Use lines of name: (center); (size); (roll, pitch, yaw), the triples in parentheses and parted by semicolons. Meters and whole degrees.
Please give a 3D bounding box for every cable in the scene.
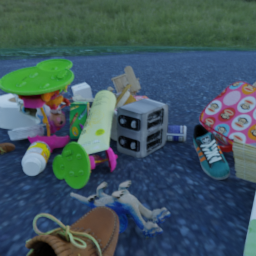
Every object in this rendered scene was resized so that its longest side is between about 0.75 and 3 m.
cable: (-3.195, 0.162, 8.814); (1.061, 0.367, 1.061); (-11, 3, -19)

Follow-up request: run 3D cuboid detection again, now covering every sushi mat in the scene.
sushi mat: (3.504, 1.067, 5.467); (2.957, 1.415, 0.179); (17, 62, 37)

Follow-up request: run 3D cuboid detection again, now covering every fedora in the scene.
fedora: (-0.222, -0.713, 10.301); (0.748, 1.835, 1.835); (36, 21, -6)

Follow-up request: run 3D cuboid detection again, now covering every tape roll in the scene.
tape roll: (-3.966, -0.741, 10.941); (2.457, 0.859, 2.457); (0, 20, 0)

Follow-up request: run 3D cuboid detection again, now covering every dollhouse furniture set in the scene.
dollhouse furniture set: (-0.375, -1.783, 11.909); (1.340, 1.145, 2.585); (-22, 1, -6)

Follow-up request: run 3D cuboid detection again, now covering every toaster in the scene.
toaster: (0.444, -0.031, 8.288); (0.934, 1.423, 1.573); (20, 29, 37)

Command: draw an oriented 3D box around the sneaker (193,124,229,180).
sneaker: (2.046, 0.567, 7.205); (0.608, 0.681, 1.704); (-22, 37, 3)

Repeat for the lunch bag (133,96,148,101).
lunch bag: (0.242, -0.953, 11.795); (1.343, 0.625, 1.525); (-2, 19, -9)

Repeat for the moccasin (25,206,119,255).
moccasin: (-1.022, 1.822, 3.783); (0.979, 1.033, 2.676); (15, 25, 35)

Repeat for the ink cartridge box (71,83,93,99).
ink cartridge box: (-2.164, -1.605, 13.265); (0.731, 0.744, 1.011); (-19, 25, -13)

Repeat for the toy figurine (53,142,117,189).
toy figurine: (-0.933, 0.871, 6.949); (1.415, 1.063, 1.303); (-15, -8, 41)

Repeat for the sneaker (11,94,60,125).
sneaker: (-3.348, -0.963, 9.352); (2.314, 0.885, 0.935); (33, 40, 21)

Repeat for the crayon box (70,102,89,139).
crayon box: (-1.530, -0.287, 8.943); (0.509, 1.039, 1.749); (1, 7, -6)

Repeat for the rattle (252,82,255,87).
rattle: (6.106, -1.440, 13.206); (1.301, 1.185, 1.821); (29, 1, 20)

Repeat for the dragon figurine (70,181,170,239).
dragon figurine: (-0.261, 1.553, 5.153); (1.981, 0.985, 0.583); (-12, 16, 25)

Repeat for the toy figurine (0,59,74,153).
toy figurine: (-2.296, -0.515, 8.166); (1.888, 2.314, 2.514); (5, 32, 9)

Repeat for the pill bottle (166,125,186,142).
pill bottle: (1.407, 0.171, 8.958); (0.863, 0.499, 0.499); (3, 21, 10)

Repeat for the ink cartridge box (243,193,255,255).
ink cartridge box: (2.582, 1.711, 4.602); (1.094, 0.625, 2.107); (11, 27, 27)

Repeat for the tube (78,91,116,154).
tube: (-0.811, -0.149, 7.786); (0.682, 0.762, 2.625); (25, 36, -12)

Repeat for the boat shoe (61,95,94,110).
boat shoe: (-2.020, -1.112, 11.824); (1.853, 0.580, 0.659); (10, 3, -4)

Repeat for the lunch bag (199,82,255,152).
lunch bag: (3.240, -0.128, 7.980); (2.120, 0.986, 2.407); (-44, 35, 2)

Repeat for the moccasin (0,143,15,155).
moccasin: (-3.716, 0.616, 8.093); (0.841, 0.308, 0.325); (-1, 30, -11)

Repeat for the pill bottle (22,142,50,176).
pill bottle: (-2.372, 0.797, 7.207); (0.574, 0.574, 1.050); (-2, 21, -5)

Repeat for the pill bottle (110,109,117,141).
pill bottle: (0.193, -0.248, 9.386); (1.773, 1.005, 1.005); (-16, 26, -36)
